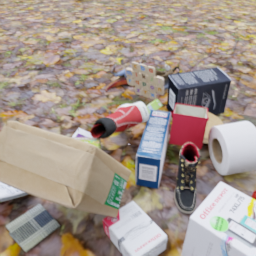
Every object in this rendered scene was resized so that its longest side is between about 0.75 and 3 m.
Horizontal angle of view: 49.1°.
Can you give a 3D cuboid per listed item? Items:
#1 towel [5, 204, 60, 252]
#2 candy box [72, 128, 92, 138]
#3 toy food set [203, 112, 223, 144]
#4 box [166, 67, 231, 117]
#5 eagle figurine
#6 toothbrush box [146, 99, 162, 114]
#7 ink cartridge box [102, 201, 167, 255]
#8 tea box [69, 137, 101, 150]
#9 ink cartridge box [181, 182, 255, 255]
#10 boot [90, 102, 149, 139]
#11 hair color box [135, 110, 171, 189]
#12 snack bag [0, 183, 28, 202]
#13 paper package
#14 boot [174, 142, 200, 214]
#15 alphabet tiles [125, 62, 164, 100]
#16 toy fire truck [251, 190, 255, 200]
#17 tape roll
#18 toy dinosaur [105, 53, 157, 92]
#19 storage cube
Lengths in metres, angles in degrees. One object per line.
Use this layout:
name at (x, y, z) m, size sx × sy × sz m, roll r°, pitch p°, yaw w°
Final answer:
towel at (-2.839, 2.965, 8.354) m, size 1.175 × 0.211 × 1.220 m, roll 32°, pitch 44°, yaw 32°
candy box at (-1.799, 0.516, 10.846) m, size 0.749 × 0.893 × 0.319 m, roll 25°, pitch 37°, yaw -24°
toy food set at (3.178, -0.020, 11.794) m, size 2.011 × 0.489 × 1.991 m, roll -1°, pitch 45°, yaw -12°
box at (3.190, -1.537, 12.953) m, size 2.532 × 1.874 × 1.321 m, roll -10°, pitch 40°, yaw -10°
eagle figurine at (2.062, -2.953, 15.553) m, size 2.033 × 1.534 × 1.543 m, roll -23°, pitch 11°, yaw 0°
toothbrush box at (1.067, -0.904, 12.844) m, size 0.918 × 0.395 × 0.668 m, roll -37°, pitch 3°, yaw 4°
ink cartridge box at (0.174, 2.985, 7.864) m, size 1.127 × 0.647 × 1.552 m, roll -23°, pitch 40°, yaw -28°
tea box at (-1.820, 1.202, 9.971) m, size 1.602 × 1.070 × 1.576 m, roll 0°, pitch 35°, yaw 2°
ink cartridge box at (2.833, 2.921, 7.059) m, size 2.321 × 1.695 × 1.703 m, roll 27°, pitch 43°, yaw 32°
boot at (-0.675, -0.156, 10.988) m, size 2.088 × 1.048 × 2.895 m, roll -24°, pitch 2°, yaw -20°
hair color box at (0.967, 0.690, 10.378) m, size 0.861 × 1.422 × 2.844 m, roll 9°, pitch 36°, yaw 11°
snack bag at (-4.383, 1.616, 9.030) m, size 2.425 × 0.260 × 2.286 m, roll 25°, pitch 11°, yaw 23°
paper package at (-1.621, 1.186, 7.342) m, size 2.713 × 2.846 × 1.472 m, roll 14°, pitch 74°, yaw 22°
boot at (1.934, 1.578, 9.073) m, size 0.724 × 1.490 × 1.979 m, roll 7°, pitch 40°, yaw 10°
alphabet tiles at (0.836, -2.331, 14.002) m, size 2.139 × 2.092 × 0.156 m, roll 21°, pitch 57°, yaw 26°
toy fire truck at (4.195, 2.501, 8.674) m, size 0.943 × 0.689 × 1.072 m, roll 29°, pitch 35°, yaw 33°
tape roll at (3.748, 0.716, 9.969) m, size 1.225 × 1.785 × 1.785 m, roll -9°, pitch 37°, yaw -4°
toy dinosaur at (0.310, -2.870, 16.023) m, size 2.575 × 2.837 × 1.490 m, roll 21°, pitch -2°, yaw -9°
storage cube at (2.220, -0.090, 10.391) m, size 1.376 × 1.237 × 1.176 m, roll 9°, pitch 25°, yaw 11°
